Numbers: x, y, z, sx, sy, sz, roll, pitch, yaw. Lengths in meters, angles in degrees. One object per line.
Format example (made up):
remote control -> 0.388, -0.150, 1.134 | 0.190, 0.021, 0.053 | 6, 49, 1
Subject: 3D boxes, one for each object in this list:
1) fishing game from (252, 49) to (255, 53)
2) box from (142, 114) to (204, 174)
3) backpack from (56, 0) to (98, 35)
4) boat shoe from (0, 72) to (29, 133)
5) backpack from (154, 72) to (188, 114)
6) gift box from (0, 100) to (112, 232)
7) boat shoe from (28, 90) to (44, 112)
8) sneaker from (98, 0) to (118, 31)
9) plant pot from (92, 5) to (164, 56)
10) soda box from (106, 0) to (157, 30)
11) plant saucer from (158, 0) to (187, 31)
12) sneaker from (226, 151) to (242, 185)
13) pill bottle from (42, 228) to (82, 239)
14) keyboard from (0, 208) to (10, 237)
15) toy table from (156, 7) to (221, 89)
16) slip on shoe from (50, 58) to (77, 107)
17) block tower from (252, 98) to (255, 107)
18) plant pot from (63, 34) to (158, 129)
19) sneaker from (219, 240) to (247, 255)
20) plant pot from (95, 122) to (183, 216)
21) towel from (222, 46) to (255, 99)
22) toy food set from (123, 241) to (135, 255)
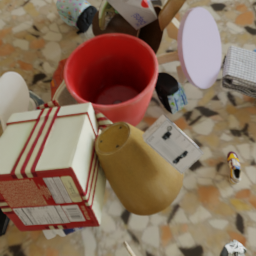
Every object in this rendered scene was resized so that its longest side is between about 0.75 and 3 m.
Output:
fishing game -> 5.232, -2.339, 10.106 | 2.489, 0.387, 1.783 | -5, 66, 6
box -> 0.972, 0.368, 6.126 | 1.206, 0.363, 0.703 | 40, 100, -16
backpack -> -2.043, -4.514, 10.895 | 1.490, 0.943, 1.244 | 32, 72, 16
boat shoe -> -3.337, -0.361, 8.272 | 0.910, 0.866, 2.528 | -17, 108, -29
backpack -> 1.371, -1.055, 8.978 | 1.046, 1.361, 1.110 | -25, 45, -12
gift box -> -1.583, 0.923, 7.007 | 2.663, 2.457, 2.486 | -4, 39, 6
boat shoe -> -3.903, -1.110, 9.581 | 2.372, 0.864, 0.733 | 26, 24, 19
sneaker -> -0.174, -3.921, 8.654 | 1.006, 2.271, 0.873 | 31, 32, -7
plant pot -> -0.140, -3.474, 10.009 | 2.191, 2.048, 2.048 | 22, 67, 23
soda box -> 0.048, -3.488, 7.573 | 0.768, 2.251, 0.714 | -23, 80, 20
plant saucer -> 1.465, -3.847, 8.228 | 0.367, 2.073, 2.073 | 33, 68, -10
sneaker -> 3.265, 1.167, 8.527 | 0.394, 0.474, 1.051 | 0, 65, 0
pill bottle -> -1.621, 2.488, 7.738 | 1.434, 0.796, 0.796 | -22, 67, -10
keyboard -> -4.533, 2.218, 8.157 | 2.404, 0.308, 1.444 | 9, 72, 3
toy table -> 1.871, -2.420, 8.715 | 2.147, 2.336, 1.368 | -17, 21, -26
slip on shoe -> -2.216, -1.262, 9.408 | 0.820, 0.993, 2.681 | -3, 61, 22
block tower -> 4.983, -0.654, 9.391 | 1.596, 0.431, 0.461 | 34, 69, 15
plant pot -> -0.400, -1.148, 8.533 | 2.575, 2.279, 2.575 | -2, 65, 4
sneaker -> 2.497, 2.951, 6.604 | 0.944, 0.350, 0.418 | -4, 21, -42
plant pot -> 0.114, 0.871, 6.993 | 1.920, 2.060, 1.920 | -21, 42, 20
towel -> 3.842, -1.741, 9.060 | 1.689, 0.723, 1.399 | 16, 61, 1
toy food set -> 0.171, 3.569, 5.657 | 0.864, 2.646, 1.557 | -35, 93, -8
